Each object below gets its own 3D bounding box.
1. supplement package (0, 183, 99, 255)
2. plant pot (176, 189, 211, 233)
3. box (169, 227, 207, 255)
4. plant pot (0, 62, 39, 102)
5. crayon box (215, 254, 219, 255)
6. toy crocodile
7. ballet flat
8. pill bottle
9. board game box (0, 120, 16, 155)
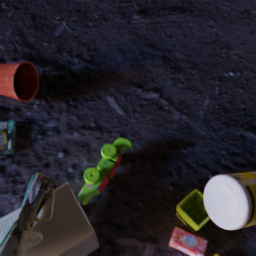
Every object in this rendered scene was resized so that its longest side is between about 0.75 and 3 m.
[{"bbox_3d":[-2.446,3.130,7.593,2.852,1.673,1.667,-26,58,-18],"label":"supplement package"},{"bbox_3d":[2.033,2.583,8.543,0.896,0.817,0.901,-33,60,-23],"label":"plant pot"},{"bbox_3d":[1.742,3.369,8.166,0.978,0.502,0.463,20,56,16],"label":"box"},{"bbox_3d":[-4.846,-1.955,11.517,1.598,1.643,1.643,9,54,17],"label":"plant pot"},{"bbox_3d":[2.551,4.198,7.670,0.894,0.302,1.036,-37,62,-24],"label":"crayon box"},{"bbox_3d":[-0.772,1.413,9.351,0.812,0.888,2.630,25,58,16],"label":"toy crocodile"},{"bbox_3d":[-2.343,2.263,6.694,0.892,0.892,2.479,12,56,9],"label":"ballet flat"},{"bbox_3d":[3.561,2.012,8.094,2.534,1.448,1.448,2,48,-32],"label":"pill bottle"},{"bbox_3d":[-4.770,0.373,10.551,0.983,0.205,1.454,-9,54,-7],"label":"board game box"}]
